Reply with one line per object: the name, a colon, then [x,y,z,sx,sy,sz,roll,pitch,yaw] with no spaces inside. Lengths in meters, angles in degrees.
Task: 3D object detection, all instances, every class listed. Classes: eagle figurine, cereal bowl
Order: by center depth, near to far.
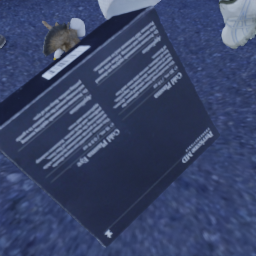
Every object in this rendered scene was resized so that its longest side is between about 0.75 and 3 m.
cereal bowl: [0.206,-4.026,7.617,2.477,2.477,1.032,-30,90,-25]
eagle figurine: [-2.154,-2.841,9.621,1.515,1.507,1.997,-3,36,-16]

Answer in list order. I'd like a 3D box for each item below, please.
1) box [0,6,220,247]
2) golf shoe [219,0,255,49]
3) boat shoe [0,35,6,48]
box: [-0.197,-0.023,2.911,1.735,1.580,0.903,-41,28,-11]
golf shoe: [2.685,-2.845,6.588,1.415,2.910,1.139,29,88,-2]
boat shoe: [-5.267,-3.033,10.229,0.621,0.529,1.858,23,51,20]
